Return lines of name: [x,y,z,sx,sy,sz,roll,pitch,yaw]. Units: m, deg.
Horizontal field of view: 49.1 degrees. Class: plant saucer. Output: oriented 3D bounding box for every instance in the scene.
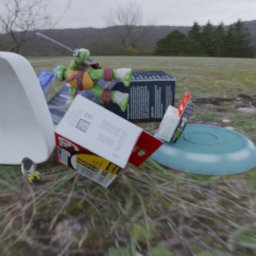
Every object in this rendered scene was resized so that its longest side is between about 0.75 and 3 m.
plant saucer: [2.002,0.431,7.683,2.992,0.410,2.992,0,19,0]

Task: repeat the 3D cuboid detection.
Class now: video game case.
video game case: [-1.811,-0.948,9.411,2.126,0.282,2.977,19,61,45]

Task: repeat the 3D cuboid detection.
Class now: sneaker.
sneaker: [-2.073,0.846,5.741,0.349,0.825,0.307,32,55,23]

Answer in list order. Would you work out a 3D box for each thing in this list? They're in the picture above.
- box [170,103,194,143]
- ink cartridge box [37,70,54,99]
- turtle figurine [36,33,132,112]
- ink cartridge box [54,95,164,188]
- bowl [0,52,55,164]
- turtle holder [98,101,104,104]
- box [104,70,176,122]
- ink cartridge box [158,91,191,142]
box: [1.379,-0.126,7.239,0.194,0.703,0.878,26,56,4]
ink cartridge box: [-3.236,-1.238,10.033,0.499,1.420,2.380,36,-12,-12]
turtle figurine: [-1.222,-1.195,7.915,2.420,1.796,2.496,11,-3,5]
ink cartridge box: [-0.437,0.444,5.102,1.607,0.767,1.830,28,-24,0]
bowl: [-2.923,-0.479,6.456,2.590,2.593,0.968,-3,29,22]
turtle holder: [-1.010,-1.649,12.989,1.022,1.093,1.439,-9,19,-27]
box: [0.334,-1.339,11.140,2.560,1.614,2.604,-1,18,-3]
ink cartridge box: [1.204,-0.398,7.388,0.312,1.245,1.434,23,15,2]
